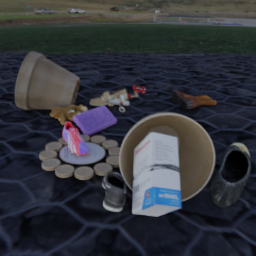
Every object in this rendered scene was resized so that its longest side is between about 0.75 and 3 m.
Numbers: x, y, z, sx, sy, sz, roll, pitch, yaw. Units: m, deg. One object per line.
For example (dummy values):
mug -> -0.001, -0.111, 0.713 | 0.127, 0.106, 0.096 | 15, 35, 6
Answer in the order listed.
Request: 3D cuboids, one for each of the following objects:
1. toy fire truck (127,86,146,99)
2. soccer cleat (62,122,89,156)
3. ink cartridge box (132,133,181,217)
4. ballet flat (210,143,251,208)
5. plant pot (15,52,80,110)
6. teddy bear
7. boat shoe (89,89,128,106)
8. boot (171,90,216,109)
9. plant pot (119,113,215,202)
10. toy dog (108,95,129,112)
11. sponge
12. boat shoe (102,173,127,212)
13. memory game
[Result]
toy fire truck -> 0.400, -1.770, 14.008 | 0.932, 0.657, 0.227 | 4, 31, -25
soccer cleat -> -1.791, 0.359, 9.391 | 0.563, 0.646, 1.689 | -10, 27, -28
ink cartridge box -> 0.646, 1.139, 6.730 | 0.719, 1.244, 1.704 | 12, 62, -17
ballet flat -> 3.077, 1.179, 7.984 | 0.950, 0.812, 2.858 | 29, 37, 15
plant pot -> -3.513, -1.873, 12.739 | 2.294, 2.644, 2.644 | 15, 26, -5
teddy bear -> -2.451, -0.564, 11.789 | 1.583, 0.529, 1.148 | -13, 46, 5
boat shoe -> -0.959, -1.461, 13.339 | 1.843, 0.595, 0.657 | -10, 22, 2
boot -> 3.193, -1.509, 13.795 | 1.748, 0.599, 1.646 | -11, 28, -22
plant pot -> 0.984, 0.630, 7.701 | 2.372, 2.372, 1.593 | 1, 14, 2
toy dog -> -0.434, -1.162, 12.112 | 0.954, 0.629, 0.459 | 26, 36, -8
sponge -> -1.306, -0.313, 11.236 | 1.674, 0.250, 0.934 | -26, 69, -44
boat shoe -> -0.309, 1.482, 7.283 | 0.668, 0.569, 1.998 | 16, 9, -7
memory game -> -1.490, 0.889, 9.263 | 2.832, 0.180, 2.832 | 3, 24, -1
